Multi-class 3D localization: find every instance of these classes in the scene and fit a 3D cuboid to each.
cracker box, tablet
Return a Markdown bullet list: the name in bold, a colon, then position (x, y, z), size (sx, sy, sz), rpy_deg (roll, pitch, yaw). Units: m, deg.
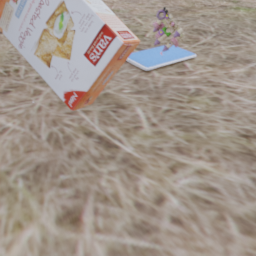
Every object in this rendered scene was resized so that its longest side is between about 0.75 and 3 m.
- **cracker box**: position (-1.244, -1.817, 5.203), size (2.537, 1.699, 0.732), rpy_deg (47, 32, 6)
- **tablet**: position (1.217, -2.768, 10.883), size (2.509, 0.171, 1.633), rpy_deg (-21, 40, -28)

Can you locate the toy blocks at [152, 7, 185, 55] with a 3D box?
- **toy blocks**: position (0.992, -2.621, 7.775), size (0.915, 0.824, 0.979), rpy_deg (53, 15, 3)
